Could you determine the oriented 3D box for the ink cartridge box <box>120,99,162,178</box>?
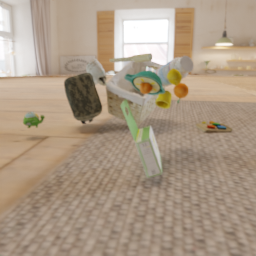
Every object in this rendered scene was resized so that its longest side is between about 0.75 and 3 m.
[{"bbox_3d":[0.381,0.160,7.282,0.459,1.913,1.392,-17,11,9],"label":"ink cartridge box"}]

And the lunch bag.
[{"bbox_3d":[-1.901,-1.201,11.970,1.307,1.875,1.573,-18,-4,-6],"label":"lunch bag"}]

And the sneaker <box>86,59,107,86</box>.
[{"bbox_3d":[-1.375,-2.264,12.885,0.858,1.009,2.281,-45,-3,-8],"label":"sneaker"}]

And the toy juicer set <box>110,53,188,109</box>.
[{"bbox_3d":[0.737,-1.378,8.279,2.464,0.671,1.568,32,-25,-28],"label":"toy juicer set"}]

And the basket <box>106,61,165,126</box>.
[{"bbox_3d":[0.459,-1.655,12.603,1.903,1.732,2.808,25,48,18],"label":"basket"}]

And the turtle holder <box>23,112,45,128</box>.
[{"bbox_3d":[-3.555,-0.335,10.459,0.730,0.518,0.554,-17,-26,18],"label":"turtle holder"}]

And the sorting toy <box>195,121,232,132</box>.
[{"bbox_3d":[3.532,-0.110,11.922,1.202,0.216,1.614,-1,14,-6],"label":"sorting toy"}]

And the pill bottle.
[{"bbox_3d":[1.487,-1.830,9.011,0.691,0.691,1.271,-8,-6,-29],"label":"pill bottle"}]
